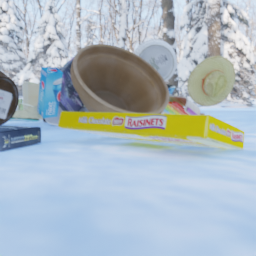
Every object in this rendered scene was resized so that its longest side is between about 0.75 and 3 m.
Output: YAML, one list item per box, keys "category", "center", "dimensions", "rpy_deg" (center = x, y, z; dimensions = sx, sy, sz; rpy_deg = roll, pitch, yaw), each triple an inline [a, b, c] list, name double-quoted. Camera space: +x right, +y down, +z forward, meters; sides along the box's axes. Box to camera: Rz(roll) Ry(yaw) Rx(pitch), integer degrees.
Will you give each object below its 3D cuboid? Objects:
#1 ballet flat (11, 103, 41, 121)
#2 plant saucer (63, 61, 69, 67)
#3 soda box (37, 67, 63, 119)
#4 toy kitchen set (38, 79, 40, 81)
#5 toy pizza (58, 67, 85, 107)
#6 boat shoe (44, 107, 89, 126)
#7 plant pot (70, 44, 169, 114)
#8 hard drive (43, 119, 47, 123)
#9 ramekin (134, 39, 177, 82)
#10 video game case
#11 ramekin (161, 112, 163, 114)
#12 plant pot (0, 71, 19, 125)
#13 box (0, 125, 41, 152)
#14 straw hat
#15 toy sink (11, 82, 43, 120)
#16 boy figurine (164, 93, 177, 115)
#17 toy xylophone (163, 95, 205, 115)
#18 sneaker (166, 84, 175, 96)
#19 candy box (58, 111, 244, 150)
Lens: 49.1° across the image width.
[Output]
- category: "ballet flat"
  center: [-4.293, -0.614, 10.797]
  dimensions: [2.107, 0.732, 0.732]
  rpy_deg: [1, 5, 14]
- category: "plant saucer"
  center: [-1.499, -1.856, 10.641]
  dimensions: [2.098, 2.098, 0.288]
  rpy_deg: [-3, -24, -32]
- category: "soda box"
  center: [-1.494, -0.665, 5.331]
  dimensions: [0.316, 0.932, 0.299]
  rpy_deg: [-9, 36, -38]
- category: "toy kitchen set"
  center: [-2.166, -1.123, 9.609]
  dimensions: [1.538, 1.232, 0.906]
  rpy_deg: [-3, 3, -36]
- category: "toy pizza"
  center: [-1.760, -1.028, 8.773]
  dimensions: [1.812, 1.812, 0.287]
  rpy_deg: [-3, 0, -31]
- category: "boat shoe"
  center: [-1.599, -0.303, 8.397]
  dimensions: [1.715, 0.588, 0.485]
  rpy_deg: [-6, -25, -8]
- category: "plant pot"
  center: [-0.365, -1.007, 8.022]
  dimensions: [2.835, 2.835, 1.309]
  rpy_deg: [-3, -36, -34]
- category: "hard drive"
  center: [-2.149, -0.391, 10.342]
  dimensions: [1.299, 0.306, 1.861]
  rpy_deg: [1, 5, 7]
- category: "ramekin"
  center: [0.884, -2.160, 9.325]
  dimensions: [1.538, 1.538, 0.807]
  rpy_deg: [0, 16, 2]
- category: "video game case"
  center: [-1.558, -1.213, 8.104]
  dimensions: [0.160, 1.202, 1.682]
  rpy_deg: [-6, 39, 35]
- category: "ramekin"
  center: [0.811, -0.595, 10.358]
  dimensions: [1.041, 0.546, 1.041]
  rpy_deg: [4, 14, -1]
- category: "plant pot"
  center: [-3.877, -0.835, 6.514]
  dimensions: [2.415, 2.258, 2.258]
  rpy_deg: [14, 9, 19]
- category: "box"
  center: [-2.051, 0.128, 4.244]
  dimensions: [1.124, 0.287, 0.887]
  rpy_deg: [2, 6, 20]
- category: "straw hat"
  center: [2.617, -1.308, 8.393]
  dimensions: [1.618, 1.618, 0.685]
  rpy_deg: [-1, 22, -6]
- category: "toy sink"
  center: [-3.700, -1.206, 12.354]
  dimensions: [2.838, 1.590, 1.850]
  rpy_deg: [0, 5, -2]
- category: "boy figurine"
  center: [1.652, -1.090, 12.452]
  dimensions: [1.253, 0.649, 2.016]
  rpy_deg: [-24, 36, 18]
- category: "toy xylophone"
  center: [1.934, -0.699, 10.545]
  dimensions: [1.566, 0.537, 2.138]
  rpy_deg: [31, -8, -24]
- category: "sneaker"
  center: [1.593, -1.387, 11.556]
  dimensions: [0.609, 0.699, 1.554]
  rpy_deg: [12, -3, 11]
- category: "candy box"
  center: [0.244, 0.020, 4.137]
  dimensions: [2.498, 0.330, 1.277]
  rpy_deg: [4, -8, 39]
